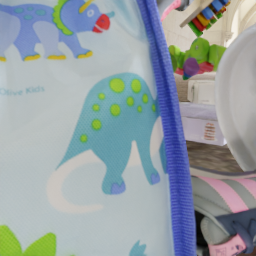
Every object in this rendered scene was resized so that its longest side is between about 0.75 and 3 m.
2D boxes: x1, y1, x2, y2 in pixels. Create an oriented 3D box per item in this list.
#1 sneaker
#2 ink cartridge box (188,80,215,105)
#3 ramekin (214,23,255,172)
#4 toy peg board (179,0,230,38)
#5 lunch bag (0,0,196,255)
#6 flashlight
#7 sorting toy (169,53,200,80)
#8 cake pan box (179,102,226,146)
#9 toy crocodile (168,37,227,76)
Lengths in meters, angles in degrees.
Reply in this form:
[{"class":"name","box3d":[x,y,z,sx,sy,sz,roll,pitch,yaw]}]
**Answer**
[{"class":"sneaker","box3d":[1.067,0.879,2.566,2.391,0.839,0.981,-1,26,16]},{"class":"ink cartridge box","box3d":[3.479,-1.449,11.668,1.622,0.936,2.220,0,13,2]},{"class":"ramekin","box3d":[2.090,-0.158,2.741,1.205,2.296,2.296,-28,23,-17]},{"class":"toy peg board","box3d":[1.618,-2.251,5.411,0.927,0.454,0.923,-44,8,-10]},{"class":"lunch bag","box3d":[-0.787,-0.150,1.918,1.654,2.596,2.207,-4,3,-23]},{"class":"flashlight","box3d":[0.830,-2.854,7.136,2.809,0.954,0.951,-48,2,-27]},{"class":"sorting toy","box3d":[0.492,-1.162,5.746,1.862,0.646,0.641,2,-26,-9]},{"class":"cake pan box","box3d":[1.654,-0.234,7.320,2.394,0.626,2.205,9,14,32]},{"class":"toy crocodile","box3d":[1.561,-1.589,6.703,0.827,0.756,2.450,11,0,-27]}]
